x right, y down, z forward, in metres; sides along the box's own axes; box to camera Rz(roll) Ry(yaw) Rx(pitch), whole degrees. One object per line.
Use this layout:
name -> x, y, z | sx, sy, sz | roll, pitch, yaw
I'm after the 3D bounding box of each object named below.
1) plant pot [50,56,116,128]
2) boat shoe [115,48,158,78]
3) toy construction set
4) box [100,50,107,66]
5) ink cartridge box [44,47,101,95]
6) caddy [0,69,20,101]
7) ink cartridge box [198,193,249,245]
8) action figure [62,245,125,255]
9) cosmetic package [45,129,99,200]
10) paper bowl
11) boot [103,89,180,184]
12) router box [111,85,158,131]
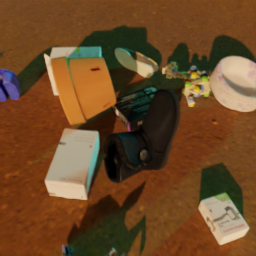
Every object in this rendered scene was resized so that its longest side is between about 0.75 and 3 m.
plant pot -> -1.591, -1.534, 10.603 | 1.865, 2.664, 2.664 | -16, 47, -5
boat shoe -> 0.388, -3.322, 13.874 | 2.453, 0.877, 0.733 | 36, 55, 23
toy construction set -> 2.683, -2.064, 12.478 | 1.635, 1.149, 2.494 | -29, 52, -9
box -> -2.049, -3.402, 14.247 | 1.663, 0.409, 1.722 | -10, 45, -13
ink cartridge box -> -2.436, -2.522, 12.523 | 2.477, 1.592, 1.551 | -2, 45, -1
caddy -> -5.254, -1.844, 11.948 | 1.117, 1.580, 0.829 | -9, 63, -9
ink cartridge box -> 2.743, 2.609, 8.121 | 0.868, 0.501, 1.193 | -14, 47, -14
action figure -> -1.077, 3.521, 6.882 | 1.934, 1.046, 1.999 | -13, 45, -25
cosmetic package -> -1.766, 1.151, 9.295 | 1.269, 0.913, 2.250 | 5, 44, 2
paper bowl -> 4.551, -1.720, 11.700 | 2.392, 1.244, 2.392 | 7, 57, -11
boot -> 0.423, 0.183, 8.516 | 1.085, 2.841, 2.387 | 19, 15, 39
router box -> 0.581, -0.864, 11.583 | 2.142, 0.547, 1.597 | -21, 49, -20
